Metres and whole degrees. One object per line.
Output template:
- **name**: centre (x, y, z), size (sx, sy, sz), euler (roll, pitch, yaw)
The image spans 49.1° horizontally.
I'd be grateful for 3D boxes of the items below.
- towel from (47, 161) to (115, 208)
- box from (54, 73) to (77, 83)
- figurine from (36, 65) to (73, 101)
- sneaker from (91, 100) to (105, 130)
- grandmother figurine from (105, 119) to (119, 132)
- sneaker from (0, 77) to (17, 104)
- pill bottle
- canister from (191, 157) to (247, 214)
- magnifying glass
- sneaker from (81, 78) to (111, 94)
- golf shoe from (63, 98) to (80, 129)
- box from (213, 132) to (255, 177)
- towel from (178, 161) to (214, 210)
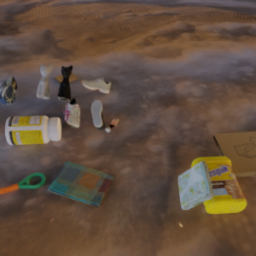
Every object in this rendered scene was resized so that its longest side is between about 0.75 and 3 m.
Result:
- **towel**: centre (-1.536, 1.807, 9.244), size (1.853, 0.201, 1.359), euler (13, 43, 15)
- **box**: centre (-3.227, -2.578, 14.534), size (0.944, 0.100, 0.772), euler (-28, 48, -30)
- **figurine**: centre (-3.378, -2.128, 12.840), size (1.660, 0.715, 1.620), euler (5, 84, 8)
- **sneaker**: centre (-1.204, -0.468, 11.297), size (0.449, 0.629, 1.269), euler (-9, 62, 2)
- **grandmother figurine**: centre (-0.688, -0.086, 11.423), size (0.474, 0.237, 0.781), euler (-21, 20, 39)
- **sneaker**: centre (-5.764, -1.630, 13.031), size (0.873, 0.789, 2.049), euler (-14, 34, -1)
- **pill bottle**: centre (-3.541, 0.083, 10.600), size (1.857, 1.061, 1.061), euler (-2, 40, -6)
- **canister**: centre (2.836, 1.787, 8.860), size (1.276, 0.744, 1.718), euler (-2, 42, -4)
- **magnifying glass**: centre (-3.465, 1.859, 9.219), size (1.441, 0.161, 0.574), euler (-17, 43, -18)
- **sneaker**: centre (-1.487, -2.121, 13.199), size (1.434, 0.659, 0.543), euler (11, 26, -28)
- **golf shoe**: centre (-2.292, -0.606, 11.519), size (0.590, 0.749, 1.626), euler (16, 29, -34)
- **box**: centre (4.652, 0.881, 10.292), size (2.529, 0.269, 2.067), euler (-4, 40, -4)
- **towel**: centre (2.023, 1.770, 8.589), size (0.311, 1.106, 1.292), euler (34, 36, -26)
